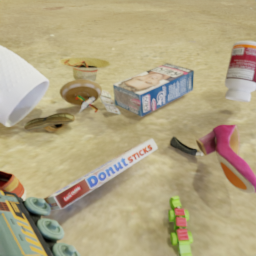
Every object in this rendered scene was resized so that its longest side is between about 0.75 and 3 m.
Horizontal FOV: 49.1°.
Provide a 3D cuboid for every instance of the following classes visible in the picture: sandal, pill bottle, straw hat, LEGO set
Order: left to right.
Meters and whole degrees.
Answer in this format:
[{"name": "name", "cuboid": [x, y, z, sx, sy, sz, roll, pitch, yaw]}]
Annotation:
[{"name": "sandal", "cuboid": [-2.541, -0.113, 9.212, 1.751, 0.473, 0.703, -12, 26, 9]}, {"name": "straw hat", "cuboid": [-1.624, -2.087, 10.523, 1.894, 0.802, 1.894, 4, 25, -2]}, {"name": "LEGO set", "cuboid": [-1.295, -0.978, 10.021, 1.831, 0.449, 1.368, 12, 35, -38]}, {"name": "pill bottle", "cuboid": [4.114, -1.970, 10.009, 1.116, 1.975, 1.116, 12, 3, -1]}]

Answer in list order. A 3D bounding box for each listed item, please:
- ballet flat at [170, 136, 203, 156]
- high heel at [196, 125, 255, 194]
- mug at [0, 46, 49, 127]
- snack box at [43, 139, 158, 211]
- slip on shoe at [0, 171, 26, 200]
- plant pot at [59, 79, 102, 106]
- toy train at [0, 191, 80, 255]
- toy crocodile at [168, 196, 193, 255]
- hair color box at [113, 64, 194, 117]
[{"name": "ballet flat", "cuboid": [1.699, 0.564, 8.243, 1.071, 0.304, 0.356, 24, 14, 30]}, {"name": "high heel", "cuboid": [2.757, 0.623, 6.947, 1.262, 0.886, 2.631, -26, 18, -1]}, {"name": "mug", "cuboid": [-4.217, -1.431, 8.678, 2.400, 2.021, 2.737, 40, 22, -4]}, {"name": "snack box", "cuboid": [-0.605, 1.104, 6.856, 2.921, 0.355, 1.050, -27, -1, -34]}, {"name": "slip on shoe", "cuboid": [-3.705, 1.289, 6.852, 2.528, 0.773, 0.936, 9, 37, 15]}, {"name": "plant pot", "cuboid": [-1.664, -1.195, 9.973, 1.509, 1.509, 0.207, -6, 62, -8]}, {"name": "toy train", "cuboid": [-1.890, 2.065, 4.976, 2.479, 1.057, 1.413, 38, 7, 41]}, {"name": "toy crocodile", "cuboid": [1.106, 2.076, 5.927, 0.431, 0.394, 1.277, 1, 50, -3]}, {"name": "hair color box", "cuboid": [1.030, -1.547, 10.690, 2.953, 0.894, 1.477, -28, 38, -33]}]
